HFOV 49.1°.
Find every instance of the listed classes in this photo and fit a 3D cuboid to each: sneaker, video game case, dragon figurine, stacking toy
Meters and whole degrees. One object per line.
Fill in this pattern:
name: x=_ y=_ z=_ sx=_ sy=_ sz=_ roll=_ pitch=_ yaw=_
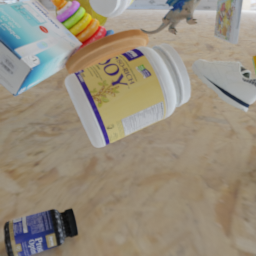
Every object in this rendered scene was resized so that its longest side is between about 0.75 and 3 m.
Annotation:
sneaker: x=2.155 y=-1.138 z=6.173 sx=0.748 sy=0.788 sz=1.957 roll=12 pitch=29 yaw=-34
video game case: x=2.932 y=-3.385 z=8.255 sx=0.195 sy=1.550 sz=1.703 roll=-1 pitch=25 yaw=0
dragon figurine: x=1.247 y=-2.894 z=6.856 sx=2.004 sy=0.590 sz=0.997 roll=-16 pitch=49 yaw=47
stacking toy: x=-1.851 y=-3.590 z=9.323 sx=1.528 sy=2.632 sz=1.445 roll=-7 pitch=46 yaw=42

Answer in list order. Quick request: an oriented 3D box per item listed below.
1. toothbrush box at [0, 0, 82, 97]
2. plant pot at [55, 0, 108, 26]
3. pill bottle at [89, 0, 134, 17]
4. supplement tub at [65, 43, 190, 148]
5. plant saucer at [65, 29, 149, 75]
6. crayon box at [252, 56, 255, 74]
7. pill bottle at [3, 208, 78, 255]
toothbrush box: x=-2.952 y=-2.439 z=8.134 sx=2.023 sy=1.179 sz=2.764 roll=44 pitch=33 yaw=-6
plant pot: x=-1.604 y=-4.508 z=10.859 sx=1.387 sy=1.954 sz=1.954 roll=19 pitch=34 yaw=27
pill bottle: x=-0.277 y=-2.532 z=5.266 sx=0.720 sy=0.720 sz=1.319 roll=6 pitch=35 yaw=11
supplement tub: x=-0.007 y=-0.456 z=3.734 sx=1.412 sy=1.026 sz=1.026 roll=-25 pitch=34 yaw=-9
plant saucer: x=-0.661 y=-2.429 z=9.639 sx=2.990 sy=0.483 sz=2.990 roll=-23 pitch=0 yaw=0
crayon box: x=4.046 y=-1.599 z=8.077 sx=0.661 sy=1.113 sz=0.324 roll=-12 pitch=-13 yaw=21
pill bottle: x=-1.626 y=1.956 z=5.307 sx=1.256 sy=0.703 sz=0.703 roll=-11 pitch=31 yaw=-19
